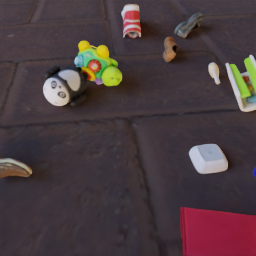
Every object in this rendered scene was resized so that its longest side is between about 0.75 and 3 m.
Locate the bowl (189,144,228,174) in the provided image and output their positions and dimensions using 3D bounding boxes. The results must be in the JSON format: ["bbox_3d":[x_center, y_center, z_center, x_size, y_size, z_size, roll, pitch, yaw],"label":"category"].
[{"bbox_3d":[1.897,0.668,6.551,0.771,0.288,0.770,-6,43,-9],"label":"bowl"}]

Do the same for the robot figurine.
[{"bbox_3d":[-1.808,-1.257,8.248,1.068,0.887,1.421,22,46,27],"label":"robot figurine"}]

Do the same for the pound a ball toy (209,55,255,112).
[{"bbox_3d":[3.334,-1.340,8.554,1.344,0.876,2.061,-17,38,19],"label":"pound a ball toy"}]

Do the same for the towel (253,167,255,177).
[{"bbox_3d":[3.209,1.330,5.553,1.024,0.344,1.387,8,30,-35],"label":"towel"}]

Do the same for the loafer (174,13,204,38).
[{"bbox_3d":[2.740,-4.359,12.071,1.796,0.645,0.565,-37,74,-27],"label":"loafer"}]

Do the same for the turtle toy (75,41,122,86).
[{"bbox_3d":[-0.944,-1.882,8.824,1.793,1.307,0.906,21,66,22],"label":"turtle toy"}]

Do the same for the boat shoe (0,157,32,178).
[{"bbox_3d":[-2.722,0.939,6.182,1.255,0.463,0.464,10,55,20],"label":"boat shoe"}]

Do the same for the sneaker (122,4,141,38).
[{"bbox_3d":[0.134,-4.476,12.130,0.785,1.240,2.205,-2,12,1],"label":"sneaker"}]

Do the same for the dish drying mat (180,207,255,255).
[{"bbox_3d":[2.144,1.982,4.973,2.407,0.219,0.924,6,47,1],"label":"dish drying mat"}]

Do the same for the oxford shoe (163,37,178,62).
[{"bbox_3d":[1.629,-2.981,10.361,0.490,0.490,1.375,-29,37,36],"label":"oxford shoe"}]
